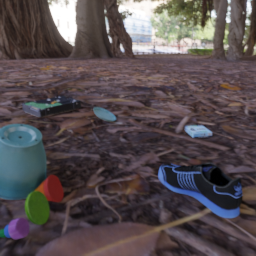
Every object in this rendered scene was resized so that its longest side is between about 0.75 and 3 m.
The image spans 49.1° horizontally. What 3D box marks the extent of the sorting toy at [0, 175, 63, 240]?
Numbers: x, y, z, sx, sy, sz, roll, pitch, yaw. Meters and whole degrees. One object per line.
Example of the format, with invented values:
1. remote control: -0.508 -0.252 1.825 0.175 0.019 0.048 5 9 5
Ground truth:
1. sorting toy: -2.320 1.887 6.628 0.756 0.761 2.194 -20 12 15

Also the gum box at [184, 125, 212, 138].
1. gum box: 3.006 0.152 12.082 0.828 0.217 0.974 -4 19 -10

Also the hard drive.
1. hard drive: -4.251 -1.227 15.681 1.859 0.504 2.662 16 24 40

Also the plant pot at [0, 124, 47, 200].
1. plant pot: -2.957 0.802 7.526 1.632 1.534 1.632 12 29 -7

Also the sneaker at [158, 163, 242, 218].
1. sneaker: 1.836 1.315 7.439 0.910 1.011 2.594 -16 25 -37

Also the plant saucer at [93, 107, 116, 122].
1. plant saucer: -1.184 -0.635 13.848 1.207 0.165 1.207 25 20 -10
